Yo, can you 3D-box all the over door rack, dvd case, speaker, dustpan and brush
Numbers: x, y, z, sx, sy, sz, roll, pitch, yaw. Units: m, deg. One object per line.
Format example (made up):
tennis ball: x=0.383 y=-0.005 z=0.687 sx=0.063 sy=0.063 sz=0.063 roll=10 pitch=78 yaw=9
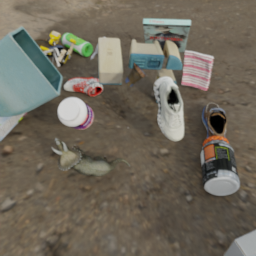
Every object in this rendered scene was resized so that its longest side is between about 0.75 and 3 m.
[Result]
over door rack: x=-3.422 y=-2.402 z=10.889 sx=1.357 sy=1.837 sz=0.612 roll=-23 pitch=92 yaw=-25
dvd case: x=1.222 y=-2.959 z=9.110 sx=1.418 sy=1.943 sz=0.214 roll=5 pitch=81 yaw=6
speaker: x=-2.334 y=-3.777 z=12.719 sx=1.551 sy=0.686 sz=0.686 roll=33 pitch=54 yaw=28
dustpan and brush: x=-0.981 y=-2.583 z=9.308 sx=0.237 sy=0.579 sz=0.830 roll=23 pitch=82 yaw=10

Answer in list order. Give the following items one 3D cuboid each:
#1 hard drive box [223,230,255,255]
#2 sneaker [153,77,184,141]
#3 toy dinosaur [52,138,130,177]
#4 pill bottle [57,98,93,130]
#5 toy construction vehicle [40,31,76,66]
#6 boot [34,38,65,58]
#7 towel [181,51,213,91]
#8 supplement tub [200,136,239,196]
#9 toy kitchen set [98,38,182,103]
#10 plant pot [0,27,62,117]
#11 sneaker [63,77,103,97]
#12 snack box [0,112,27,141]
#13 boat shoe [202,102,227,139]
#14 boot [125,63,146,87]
hard drive box: x=3.120 y=2.518 z=5.467 sx=2.598 sy=2.025 sz=0.998 roll=-17 pitch=49 yaw=-15
sneaker: x=1.196 y=-0.420 z=7.672 sx=0.714 sy=1.901 sz=0.770 roll=-22 pitch=25 yaw=-10
toy dinosaur: x=-1.034 y=0.999 z=7.554 sx=2.285 sy=0.879 sz=1.169 roll=23 pitch=4 yaw=-16
pill bottle: x=-1.327 y=-0.353 z=7.062 sx=0.718 sy=1.277 sz=0.718 roll=0 pitch=85 yaw=4
toy construction vehicle: x=-3.120 y=-3.318 z=12.138 sx=1.334 sy=0.539 sz=1.532 roll=21 pitch=80 yaw=14
boot: x=-3.730 y=-3.505 z=12.443 sx=1.813 sy=0.677 sz=0.879 roll=-26 pitch=48 yaw=-26
towel: x=2.515 y=-2.084 z=10.317 sx=1.047 sy=1.430 sz=0.214 roll=18 pitch=47 yaw=21
supplement tub: x=2.494 y=1.014 z=7.741 sx=0.926 sy=0.926 sz=1.511 roll=5 pitch=46 yaw=5
toy kitchen set: x=0.339 y=-1.578 z=9.326 sx=2.688 sy=2.153 sz=1.583 roll=0 pitch=54 yaw=-7
plant pot: x=-3.484 y=-1.506 z=8.457 sx=2.077 sy=2.033 sz=2.039 roll=-33 pitch=26 yaw=6
sneaker: x=-1.684 y=-1.516 z=10.574 sx=1.470 sy=0.491 sz=0.788 roll=-11 pitch=43 yaw=-14
snack box: x=-4.479 y=-0.337 z=9.353 sx=1.391 sy=0.558 sz=1.650 roll=14 pitch=47 yaw=14
boat shoe: x=2.890 y=-0.233 z=9.115 sx=0.738 sy=0.740 sz=2.044 roll=3 pitch=45 yaw=3
boot: x=0.120 y=-1.421 z=7.539 sx=0.538 sy=0.415 sz=1.110 roll=-40 pitch=15 yaw=7
